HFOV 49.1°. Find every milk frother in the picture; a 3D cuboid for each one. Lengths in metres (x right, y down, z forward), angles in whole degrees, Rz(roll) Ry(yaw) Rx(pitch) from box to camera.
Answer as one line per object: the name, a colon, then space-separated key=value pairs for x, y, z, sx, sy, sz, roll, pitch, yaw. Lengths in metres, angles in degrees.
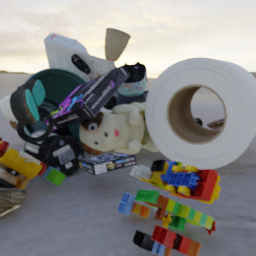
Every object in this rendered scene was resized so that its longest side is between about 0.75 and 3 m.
milk frother: x=-2.123 y=0.288 z=6.954 sx=1.507 sy=1.669 sz=1.570 roll=-7 pitch=9 yaw=-39

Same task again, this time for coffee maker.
coffee maker: x=-2.250 y=0.068 z=9.557 sx=0.873 sy=0.908 sz=0.612 roll=-22 pitch=5 yaw=15

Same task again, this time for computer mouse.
computer mouse: x=-1.122 y=-1.569 z=9.642 sx=0.683 sy=2.329 sz=0.396 roll=-7 pitch=34 yaw=50

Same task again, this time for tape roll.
tape roll: x=2.077 y=-0.454 z=7.509 sx=2.782 sy=2.782 sz=1.910 roll=4 pitch=11 yaw=29

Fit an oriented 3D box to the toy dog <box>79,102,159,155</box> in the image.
toy dog: x=-0.369 y=-0.048 z=8.565 sx=2.332 sy=1.678 sz=2.405 roll=20 pitch=21 yaw=37

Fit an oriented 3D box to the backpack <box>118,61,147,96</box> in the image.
backpack: x=0.126 y=-1.592 z=9.527 sx=1.084 sy=0.919 sz=1.221 roll=-3 pitch=37 yaw=6

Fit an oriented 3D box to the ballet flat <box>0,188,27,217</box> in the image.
ballet flat: x=-2.689 y=1.293 z=3.861 sx=0.913 sy=0.628 sz=2.711 roll=-23 pitch=-15 yaw=37

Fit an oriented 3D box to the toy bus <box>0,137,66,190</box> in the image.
toy bus: x=-2.329 y=0.835 z=5.417 sx=1.754 sy=0.961 sz=1.859 roll=26 pitch=-14 yaw=17

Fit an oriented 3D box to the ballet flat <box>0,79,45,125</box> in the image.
ballet flat: x=-2.006 y=-0.445 z=5.336 sx=0.677 sy=0.673 sz=1.980 roll=-18 pitch=20 yaw=-5

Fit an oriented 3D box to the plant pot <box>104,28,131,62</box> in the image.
plant pot: x=-0.435 y=-2.606 z=8.965 sx=0.846 sy=0.903 sz=0.846 roll=17 pitch=4 yaw=-1

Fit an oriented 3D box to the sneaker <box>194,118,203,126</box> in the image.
sneaker: x=1.947 y=0.117 z=10.068 sx=1.574 sy=0.583 sz=0.696 roll=-22 pitch=-4 yaw=17

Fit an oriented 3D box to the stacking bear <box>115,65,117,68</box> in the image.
stacking bear: x=-0.588 y=-1.951 z=10.231 sx=0.454 sy=0.798 sz=0.485 roll=5 pitch=-5 yaw=29

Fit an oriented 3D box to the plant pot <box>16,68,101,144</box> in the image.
plant pot: x=-2.596 y=-0.403 z=9.568 sx=2.776 sy=2.776 sz=1.860 roll=-6 pitch=-8 yaw=-38

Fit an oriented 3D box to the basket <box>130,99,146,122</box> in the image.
basket: x=0.711 y=-0.610 z=9.841 sx=1.273 sy=0.960 sz=1.412 roll=-27 pitch=7 yaw=-35

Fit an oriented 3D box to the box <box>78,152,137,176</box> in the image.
box: x=-0.446 y=0.714 z=5.806 sx=0.932 sy=0.233 sz=0.939 roll=-8 pitch=4 yaw=-28

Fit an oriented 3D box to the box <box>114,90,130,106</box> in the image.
box: x=-0.589 y=-1.558 z=12.256 sx=1.491 sy=1.176 sz=0.380 roll=2 pitch=18 yaw=-33

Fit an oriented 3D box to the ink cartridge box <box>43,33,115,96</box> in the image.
ink cartridge box: x=-1.609 y=-2.041 z=10.128 sx=2.728 sy=2.212 sz=0.684 roll=18 pitch=50 yaw=12

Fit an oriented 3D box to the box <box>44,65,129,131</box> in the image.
box: x=-1.153 y=-0.747 z=7.401 sx=2.271 sy=0.410 sz=1.623 roll=-12 pitch=35 yaw=48

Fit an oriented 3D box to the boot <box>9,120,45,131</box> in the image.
boot: x=-3.063 y=-0.179 z=11.620 sx=2.868 sy=1.007 sz=2.096 roll=20 pitch=24 yaw=-1

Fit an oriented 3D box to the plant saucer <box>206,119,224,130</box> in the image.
plant saucer: x=3.457 y=-0.219 z=9.490 sx=1.592 sy=0.255 sz=1.592 roll=-17 pitch=1 yaw=0

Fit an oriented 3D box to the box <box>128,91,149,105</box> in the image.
box: x=1.394 y=-1.073 z=15.220 sx=2.910 sy=1.518 sz=2.154 roll=-3 pitch=-8 yaw=8

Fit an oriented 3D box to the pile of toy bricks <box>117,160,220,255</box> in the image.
pile of toy bricks: x=0.688 y=1.141 z=3.869 sx=1.072 sy=1.204 sz=2.171 roll=27 pitch=-16 yaw=-12
